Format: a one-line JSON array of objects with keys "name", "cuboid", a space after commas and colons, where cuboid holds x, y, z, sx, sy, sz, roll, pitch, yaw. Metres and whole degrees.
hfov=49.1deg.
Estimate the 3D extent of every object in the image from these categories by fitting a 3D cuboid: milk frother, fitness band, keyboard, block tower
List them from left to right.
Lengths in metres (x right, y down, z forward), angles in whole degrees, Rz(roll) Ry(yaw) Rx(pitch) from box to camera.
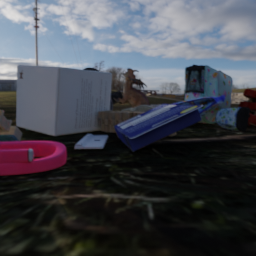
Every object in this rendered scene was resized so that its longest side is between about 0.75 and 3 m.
[{"name": "fitness band", "cuboid": [-2.083, 0.446, 4.705, 2.050, 0.384, 1.472, 0, 5, -11]}, {"name": "milk frother", "cuboid": [-1.859, -1.856, 15.018, 2.361, 2.616, 2.461, -43, 14, -8]}, {"name": "keyboard", "cuboid": [-0.882, 0.340, 7.187, 0.628, 0.119, 2.232, 5, 5, -1]}, {"name": "block tower", "cuboid": [0.303, -0.174, 9.236, 2.632, 0.761, 0.711, 5, 7, 27]}]

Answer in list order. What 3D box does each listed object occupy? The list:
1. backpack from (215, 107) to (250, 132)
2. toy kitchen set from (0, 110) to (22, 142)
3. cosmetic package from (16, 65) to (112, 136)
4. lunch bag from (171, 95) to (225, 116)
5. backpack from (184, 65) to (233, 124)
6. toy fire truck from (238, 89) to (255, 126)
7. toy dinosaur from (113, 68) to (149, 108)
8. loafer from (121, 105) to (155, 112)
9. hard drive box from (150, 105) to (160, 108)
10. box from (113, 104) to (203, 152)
[{"name": "backpack", "cuboid": [3.693, -0.339, 10.071, 0.832, 0.883, 1.083, 14, -3, -17]}, {"name": "toy kitchen set", "cuboid": [-3.221, 0.264, 6.233, 0.894, 1.215, 1.517, 1, -31, 6]}, {"name": "cosmetic package", "cuboid": [-2.184, -1.008, 9.726, 2.114, 2.102, 2.527, 11, 11, 35]}, {"name": "lunch bag", "cuboid": [2.884, -0.867, 11.303, 2.078, 0.977, 1.564, -24, -8, 30]}, {"name": "backpack", "cuboid": [3.670, -1.450, 13.031, 1.987, 2.592, 2.279, 13, 5, 38]}, {"name": "toy fire truck", "cuboid": [5.689, -0.577, 11.451, 2.118, 1.414, 2.522, 24, 5, -4]}, {"name": "toy dinosaur", "cuboid": [0.460, -1.591, 14.626, 1.867, 2.755, 1.182, -40, 19, 6]}, {"name": "loafer", "cuboid": [0.697, -0.661, 12.876, 2.486, 0.894, 0.782, 2, 16, 44]}, {"name": "hard drive box", "cuboid": [2.491, -0.822, 15.077, 2.188, 0.840, 1.706, 2, 5, 25]}, {"name": "box", "cuboid": [0.616, -0.077, 6.772, 1.673, 0.448, 2.762, -24, 8, -6]}]
